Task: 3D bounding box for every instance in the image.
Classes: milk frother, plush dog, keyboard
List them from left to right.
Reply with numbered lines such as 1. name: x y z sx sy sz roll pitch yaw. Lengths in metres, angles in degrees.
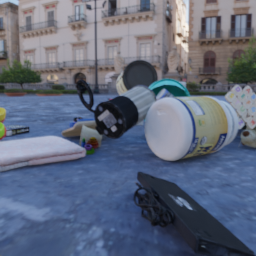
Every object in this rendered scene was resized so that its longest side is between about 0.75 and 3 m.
1. milk frother: -0.407 -0.870 8.865 1.786 1.979 1.862 -12 14 40
2. keyboard: 0.691 1.415 4.658 1.406 0.535 2.702 22 2 -15
3. plush dog: 4.521 0.410 9.654 1.064 0.994 1.239 23 46 30

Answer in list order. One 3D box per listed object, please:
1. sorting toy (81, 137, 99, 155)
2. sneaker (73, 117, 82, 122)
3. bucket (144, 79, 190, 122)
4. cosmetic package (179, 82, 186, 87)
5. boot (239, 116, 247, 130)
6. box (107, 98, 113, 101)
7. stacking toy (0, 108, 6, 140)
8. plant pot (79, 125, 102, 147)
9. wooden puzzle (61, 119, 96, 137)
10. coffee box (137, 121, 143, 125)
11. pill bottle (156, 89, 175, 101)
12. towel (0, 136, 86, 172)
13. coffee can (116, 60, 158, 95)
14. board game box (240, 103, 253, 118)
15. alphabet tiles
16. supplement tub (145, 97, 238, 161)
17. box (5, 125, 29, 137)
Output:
1. sorting toy: -1.288 0.536 9.224 0.529 0.361 0.880 9 22 9
2. sneaker: -2.331 -0.226 13.744 1.390 0.600 0.558 9 14 42
3. bucket: 1.545 -0.931 11.369 2.148 2.148 1.398 0 23 3
4. cosmetic package: 2.590 -2.250 20.724 2.353 2.367 2.829 6 11 35
5. boot: 5.730 -0.161 12.474 2.506 0.909 2.278 9 8 -38
6. box: -0.516 -1.393 19.141 1.355 1.176 2.217 -3 10 -19
7. stacking toy: -5.495 0.395 9.601 2.824 1.193 2.556 -13 29 -27
8. plant pot: -1.306 0.354 9.936 0.736 0.804 0.804 9 8 -7
9. wooden puzzle: -1.523 -0.100 11.296 1.949 0.487 2.104 -6 -8 -28
10. coffee box: 0.027 -0.808 15.279 1.246 1.244 1.232 -4 9 -19
11. pill bottle: 1.570 -0.999 10.682 0.963 0.548 0.548 37 2 -12
12. towel: -2.880 0.699 8.640 2.425 0.409 2.539 -7 11 -31
13. coffee can: 0.367 -2.311 14.090 1.687 1.687 2.305 -2 0 -10
14. board game box: 5.133 -0.342 10.578 1.815 0.311 1.220 34 44 0
15. alphabet tiles: 3.928 -0.701 9.497 1.430 1.462 0.107 -41 4 -19
16. supplement tub: 1.997 -0.047 8.680 2.549 1.841 1.841 -6 11 -35
17. box: -5.271 0.116 12.502 1.051 0.320 1.304 6 11 28
